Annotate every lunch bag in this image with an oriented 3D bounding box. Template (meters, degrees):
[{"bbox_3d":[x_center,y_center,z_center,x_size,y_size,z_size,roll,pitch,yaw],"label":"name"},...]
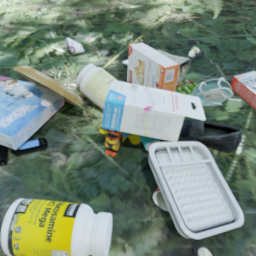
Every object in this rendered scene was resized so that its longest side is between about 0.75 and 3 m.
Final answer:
[{"bbox_3d":[1.571,-2.538,12.037,1.582,1.134,1.929,24,52,29],"label":"lunch bag"}]

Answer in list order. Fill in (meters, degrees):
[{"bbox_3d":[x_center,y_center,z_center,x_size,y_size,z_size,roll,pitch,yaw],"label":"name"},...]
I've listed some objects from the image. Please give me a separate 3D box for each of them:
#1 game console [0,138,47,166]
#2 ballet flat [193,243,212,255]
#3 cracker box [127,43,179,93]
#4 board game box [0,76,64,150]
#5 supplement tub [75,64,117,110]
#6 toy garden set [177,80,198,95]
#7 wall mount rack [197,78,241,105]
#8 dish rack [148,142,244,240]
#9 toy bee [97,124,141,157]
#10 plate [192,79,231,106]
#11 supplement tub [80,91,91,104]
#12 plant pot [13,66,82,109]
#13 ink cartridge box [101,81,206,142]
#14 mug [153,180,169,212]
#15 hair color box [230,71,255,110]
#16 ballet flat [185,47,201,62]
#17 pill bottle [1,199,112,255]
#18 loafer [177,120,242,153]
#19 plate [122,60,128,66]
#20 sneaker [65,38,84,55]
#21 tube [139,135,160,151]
[{"bbox_3d":[-3.783,0.640,9.326,2.089,0.252,1.232,-12,42,-16],"label":"game console"},{"bbox_3d":[1.907,3.189,6.630,0.416,0.416,1.138,-12,45,-12],"label":"ballet flat"},{"bbox_3d":[0.828,-2.014,10.428,0.674,1.565,2.336,-17,41,-25],"label":"cracker box"},{"bbox_3d":[-4.407,-0.722,10.218,2.961,0.645,2.976,17,39,13],"label":"board game box"},{"bbox_3d":[-1.021,-1.493,10.584,1.695,1.229,1.229,39,53,7],"label":"supplement tub"},{"bbox_3d":[2.540,-1.820,11.986,0.989,0.197,0.824,-17,46,-17],"label":"toy garden set"},{"bbox_3d":[3.069,-1.095,9.437,1.372,1.192,0.512,-7,43,56],"label":"wall mount rack"},{"bbox_3d":[1.691,1.596,7.492,2.245,0.569,2.615,1,52,-34],"label":"dish rack"},{"bbox_3d":[-0.457,0.256,9.336,1.462,1.214,2.233,28,25,36],"label":"toy bee"},{"bbox_3d":[3.135,-1.358,10.597,1.447,1.447,0.185,0,53,0],"label":"plate"},{"bbox_3d":[-1.678,-1.295,11.283,0.414,0.414,0.774,-13,45,-13],"label":"supplement tub"},{"bbox_3d":[-2.776,-1.506,10.080,2.682,2.682,0.368,27,87,26],"label":"plant pot"},{"bbox_3d":[0.746,-0.488,8.495,2.819,0.956,1.623,11,31,0],"label":"ink cartridge box"},{"bbox_3d":[1.287,1.560,7.891,0.803,1.069,1.204,11,39,27],"label":"mug"},{"bbox_3d":[5.234,-1.441,11.281,1.106,0.637,1.994,-16,47,-17],"label":"hair color box"},{"bbox_3d":[3.211,-3.638,13.685,0.510,0.510,1.395,27,50,26],"label":"ballet flat"},{"bbox_3d":[-1.621,2.462,6.708,2.362,1.328,1.328,4,44,4],"label":"pill bottle"},{"bbox_3d":[2.372,0.068,9.444,2.787,0.978,0.946,12,46,12],"label":"loafer"},{"bbox_3d":[0.500,-2.984,12.950,1.142,0.185,1.144,-26,40,-29],"label":"plate"},{"bbox_3d":[-2.746,-4.134,14.278,0.705,0.530,1.415,-11,46,-34],"label":"sneaker"},{"bbox_3d":[0.447,-0.194,9.396,0.795,0.517,2.052,3,48,-36],"label":"tube"}]
